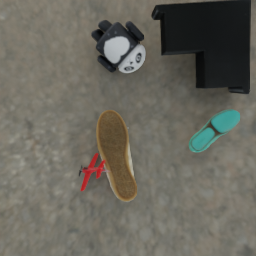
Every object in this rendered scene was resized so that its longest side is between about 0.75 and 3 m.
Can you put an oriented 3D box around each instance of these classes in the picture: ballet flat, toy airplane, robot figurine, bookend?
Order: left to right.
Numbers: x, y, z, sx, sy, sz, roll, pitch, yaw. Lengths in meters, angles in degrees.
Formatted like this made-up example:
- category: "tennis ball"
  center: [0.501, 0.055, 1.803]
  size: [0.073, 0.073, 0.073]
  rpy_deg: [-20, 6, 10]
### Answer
- category: "toy airplane"
  center: [-1.014, 1.218, 7.962]
  size: [0.227, 1.236, 1.236]
  rpy_deg: [42, 82, -36]
- category: "robot figurine"
  center: [-0.274, -2.441, 8.434]
  size: [1.719, 1.291, 1.072]
  rpy_deg: [42, 67, -9]
- category: "bookend"
  center: [2.048, -2.177, 8.082]
  size: [2.520, 1.168, 2.536]
  rpy_deg: [-5, 100, -1]
- category: "ballet flat"
  center: [2.432, 0.081, 8.125]
  size: [1.774, 0.624, 0.597]
  rpy_deg: [-37, 83, -9]

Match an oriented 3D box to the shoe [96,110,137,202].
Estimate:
- category: "shoe"
  center: [-0.382, 0.808, 8.218]
  size: [0.934, 0.713, 2.673]
  rpy_deg: [-10, 81, -12]
